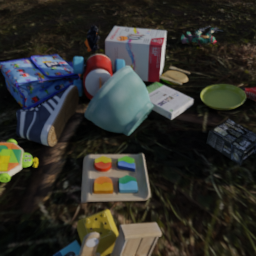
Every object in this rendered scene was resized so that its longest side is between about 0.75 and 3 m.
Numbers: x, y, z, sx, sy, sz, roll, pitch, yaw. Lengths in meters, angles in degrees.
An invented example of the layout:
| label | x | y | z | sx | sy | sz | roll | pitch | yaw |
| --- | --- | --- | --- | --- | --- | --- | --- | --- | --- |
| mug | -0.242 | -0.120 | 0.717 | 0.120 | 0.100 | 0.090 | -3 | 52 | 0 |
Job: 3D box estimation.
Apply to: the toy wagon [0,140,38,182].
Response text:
| label | x | y | z | sx | sy | sz | roll | pitch | yaw |
| --- | --- | --- | --- | --- | --- | --- | --- | --- | --- |
| toy wagon | -3.811 | 0.958 | 8.604 | 1.980 | 0.392 | 1.536 | 1 | 42 | -13 |

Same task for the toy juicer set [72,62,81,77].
| label | x | y | z | sx | sy | sz | roll | pitch | yaw |
| --- | --- | --- | --- | --- | --- | --- | --- | --- | --- |
| toy juicer set | -2.906 | -2.165 | 12.662 | 1.887 | 0.514 | 1.201 | -32 | 51 | -5 |

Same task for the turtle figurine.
| label | x | y | z | sx | sy | sz | roll | pitch | yaw |
| --- | --- | --- | --- | --- | --- | --- | --- | --- | --- |
| turtle figurine | 4.158 | -5.153 | 15.888 | 2.080 | 1.047 | 1.558 | 10 | 19 | 39 |

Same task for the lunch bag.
| label | x | y | z | sx | sy | sz | roll | pitch | yaw |
| --- | --- | --- | --- | --- | --- | --- | --- | --- | --- |
| lunch bag | -3.602 | -2.198 | 11.953 | 2.850 | 1.341 | 2.146 | -26 | 46 | -27 |

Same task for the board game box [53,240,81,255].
| label | x | y | z | sx | sy | sz | roll | pitch | yaw |
| --- | --- | --- | --- | --- | --- | --- | --- | --- | --- |
| board game box | -1.183 | 3.544 | 5.644 | 1.504 | 0.467 | 1.992 | -26 | 46 | -28 |

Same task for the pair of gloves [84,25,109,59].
| label | x | y | z | sx | sy | sz | roll | pitch | yaw |
| --- | --- | --- | --- | --- | --- | --- | --- | --- | --- |
| pair of gloves | -1.342 | -3.300 | 12.442 | 0.274 | 2.214 | 1.973 | -19 | -1 | -21 |

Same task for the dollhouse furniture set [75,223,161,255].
| label | x | y | z | sx | sy | sz | roll | pitch | yaw |
| --- | --- | --- | --- | --- | --- | --- | --- | --- | --- |
| dollhouse furniture set | 0.349 | 3.106 | 4.941 | 2.204 | 1.262 | 2.585 | 5 | 27 | -24 |

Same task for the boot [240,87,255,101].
| label | x | y | z | sx | sy | sz | roll | pitch | yaw |
| --- | --- | --- | --- | --- | --- | --- | --- | --- | --- |
| boot | 5.102 | -1.265 | 11.549 | 1.042 | 0.523 | 1.444 | 2 | 31 | 3 |

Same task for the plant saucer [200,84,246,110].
| label | x | y | z | sx | sy | sz | roll | pitch | yaw |
| --- | --- | --- | --- | --- | --- | --- | --- | --- | --- |
| plant saucer | 3.881 | -1.230 | 11.537 | 1.777 | 0.276 | 1.777 | -6 | 39 | 5 |

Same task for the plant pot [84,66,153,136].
| label | x | y | z | sx | sy | sz | roll | pitch | yaw |
| --- | --- | --- | --- | --- | --- | --- | --- | --- | --- |
| plant pot | -0.128 | -0.734 | 9.746 | 1.581 | 2.360 | 2.360 | 41 | 49 | 5 |

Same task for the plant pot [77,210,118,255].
| label | x | y | z | sx | sy | sz | roll | pitch | yaw |
| --- | --- | --- | --- | --- | --- | --- | --- | --- | --- |
| plant pot | -0.687 | 2.416 | 6.496 | 0.903 | 0.924 | 0.897 | -18 | 57 | -15 |

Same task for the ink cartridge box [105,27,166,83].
| label | x | y | z | sx | sy | sz | roll | pitch | yaw |
| --- | --- | --- | --- | --- | --- | --- | --- | --- | --- |
| ink cartridge box | 0.359 | -3.466 | 13.149 | 2.583 | 1.868 | 1.877 | 7 | 40 | 9 |

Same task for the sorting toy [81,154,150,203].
| label | x | y | z | sx | sy | sz | roll | pitch | yaw |
| --- | --- | --- | --- | --- | --- | --- | --- | --- | --- |
| sorting toy | -0.408 | 1.399 | 8.375 | 1.943 | 0.354 | 1.799 | -3 | 39 | -3 |

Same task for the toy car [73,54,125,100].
| label | x | y | z | sx | sy | sz | roll | pitch | yaw |
| --- | --- | --- | --- | --- | --- | --- | --- | --- | --- |
| toy car | -1.129 | -1.608 | 10.724 | 2.007 | 1.926 | 2.177 | 2 | 33 | -8 |

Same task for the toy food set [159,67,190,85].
| label | x | y | z | sx | sy | sz | roll | pitch | yaw |
| --- | --- | --- | --- | --- | --- | --- | --- | --- | --- |
| toy food set | 2.167 | -2.320 | 13.028 | 1.213 | 0.353 | 1.756 | 23 | 35 | 16 |

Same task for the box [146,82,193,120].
| label | x | y | z | sx | sy | sz | roll | pitch | yaw |
| --- | --- | --- | --- | --- | --- | --- | --- | --- | --- |
| box | 1.446 | -1.168 | 11.544 | 1.436 | 0.362 | 1.990 | -32 | 50 | -33 |

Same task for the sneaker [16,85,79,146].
| label | x | y | z | sx | sy | sz | roll | pitch | yaw |
| --- | --- | --- | --- | --- | --- | --- | --- | --- | --- |
| sneaker | -2.933 | -0.627 | 10.196 | 1.554 | 1.004 | 2.864 | 8 | 48 | 13 |

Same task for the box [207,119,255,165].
| label | x | y | z | sx | sy | sz | roll | pitch | yaw |
| --- | --- | --- | --- | --- | --- | --- | --- | --- | --- |
| box | 3.550 | 0.433 | 9.374 | 1.110 | 0.584 | 1.355 | -28 | 47 | -30 |
